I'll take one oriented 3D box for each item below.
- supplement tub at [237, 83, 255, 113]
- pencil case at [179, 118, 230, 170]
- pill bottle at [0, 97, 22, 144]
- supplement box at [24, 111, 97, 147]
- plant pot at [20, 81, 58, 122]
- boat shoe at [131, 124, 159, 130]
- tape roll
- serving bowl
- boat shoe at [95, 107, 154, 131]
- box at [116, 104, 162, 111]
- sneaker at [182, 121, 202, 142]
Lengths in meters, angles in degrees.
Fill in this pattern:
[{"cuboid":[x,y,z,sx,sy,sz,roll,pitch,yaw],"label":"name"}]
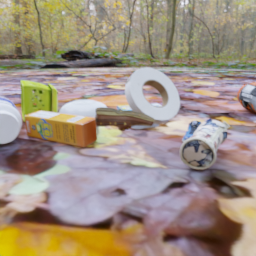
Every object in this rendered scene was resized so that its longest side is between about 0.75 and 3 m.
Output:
[{"cuboid":[7.198,-1.603,15.332,1.620,1.620,2.645,-2,16,-5],"label":"supplement tub"},{"cuboid":[2.504,0.457,9.011,1.030,1.184,2.647,41,28,11],"label":"pencil case"},{"cuboid":[-5.040,-0.298,11.026,1.532,1.532,2.560,-8,19,-26],"label":"pill bottle"},{"cuboid":[-2.679,-0.004,11.019,2.904,0.966,0.999,8,21,28],"label":"supplement box"},{"cuboid":[-4.550,-1.395,14.333,1.692,1.856,1.865,-2,18,-23],"label":"plant pot"},{"cuboid":[0.690,-0.163,12.598,1.421,0.504,0.496,-3,-11,2],"label":"boat shoe"},{"cuboid":[0.987,-1.293,11.206,2.386,2.386,0.436,-10,-17,-32],"label":"tape roll"},{"cuboid":[-2.251,-0.917,14.323,2.648,0.871,2.648,-1,17,0],"label":"serving bowl"},{"cuboid":[-0.144,-0.248,9.839,2.090,0.706,0.752,8,12,1],"label":"boat shoe"},{"cuboid":[0.739,-0.878,14.897,2.407,0.454,1.644,-5,17,-15],"label":"box"},{"cuboid":[2.508,0.127,10.911,0.677,0.769,1.724,5,18,18],"label":"sneaker"}]
